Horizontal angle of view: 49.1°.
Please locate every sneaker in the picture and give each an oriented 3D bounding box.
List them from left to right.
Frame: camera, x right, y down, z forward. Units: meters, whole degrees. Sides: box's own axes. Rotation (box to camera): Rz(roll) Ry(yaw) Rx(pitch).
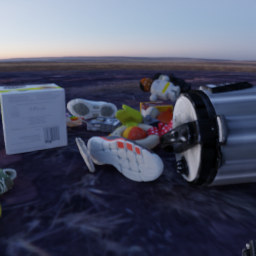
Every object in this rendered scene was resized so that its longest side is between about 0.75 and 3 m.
[{"bbox_3d":[-3.281,1.409,6.996,0.741,0.554,1.651,-7,14,-8],"label":"sneaker"},{"bbox_3d":[-1.901,-0.983,15.037,2.623,1.022,1.303,9,9,-2],"label":"sneaker"},{"bbox_3d":[0.025,0.678,8.458,1.196,1.126,2.921,-19,24,-42],"label":"sneaker"}]

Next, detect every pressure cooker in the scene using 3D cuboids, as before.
[{"bbox_3d":[2.367,0.226,7.413,2.988,2.628,2.669,-5,38,-5],"label":"pressure cooker"}]

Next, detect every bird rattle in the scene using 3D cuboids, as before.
[{"bbox_3d":[0.493,0.340,10.411,2.658,1.497,2.167,25,38,29],"label":"bird rattle"}]

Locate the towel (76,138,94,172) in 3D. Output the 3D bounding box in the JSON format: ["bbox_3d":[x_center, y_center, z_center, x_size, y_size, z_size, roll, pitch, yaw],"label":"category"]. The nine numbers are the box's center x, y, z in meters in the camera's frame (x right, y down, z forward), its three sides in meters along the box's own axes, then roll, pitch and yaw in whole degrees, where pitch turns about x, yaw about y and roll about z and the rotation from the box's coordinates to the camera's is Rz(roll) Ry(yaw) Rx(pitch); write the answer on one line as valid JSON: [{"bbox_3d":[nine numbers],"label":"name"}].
[{"bbox_3d":[-1.292,0.789,8.465,0.184,0.708,1.068,-24,39,-14],"label":"towel"}]

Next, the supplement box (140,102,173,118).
[{"bbox_3d":[1.415,-0.785,14.213,1.266,0.852,1.284,-5,17,-19],"label":"supplement box"}]

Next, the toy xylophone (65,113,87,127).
[{"bbox_3d":[-2.477,-0.348,12.683,1.066,0.366,1.456,-9,-10,7],"label":"toy xylophone"}]

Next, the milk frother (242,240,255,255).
[{"bbox_3d":[0.902,1.956,3.449,1.301,1.384,1.249,0,4,0],"label":"milk frother"}]

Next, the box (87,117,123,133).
[{"bbox_3d":[-0.971,-0.150,12.827,1.496,0.372,1.180,6,17,16],"label":"box"}]

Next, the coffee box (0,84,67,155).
[{"bbox_3d":[-3.647,-0.471,10.700,2.147,2.150,2.126,-7,17,-24],"label":"coffee box"}]

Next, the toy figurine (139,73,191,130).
[{"bbox_3d":[1.316,-1.029,11.900,1.771,2.546,2.507,22,24,24],"label":"toy figurine"}]
